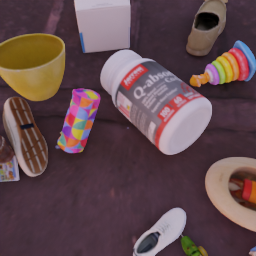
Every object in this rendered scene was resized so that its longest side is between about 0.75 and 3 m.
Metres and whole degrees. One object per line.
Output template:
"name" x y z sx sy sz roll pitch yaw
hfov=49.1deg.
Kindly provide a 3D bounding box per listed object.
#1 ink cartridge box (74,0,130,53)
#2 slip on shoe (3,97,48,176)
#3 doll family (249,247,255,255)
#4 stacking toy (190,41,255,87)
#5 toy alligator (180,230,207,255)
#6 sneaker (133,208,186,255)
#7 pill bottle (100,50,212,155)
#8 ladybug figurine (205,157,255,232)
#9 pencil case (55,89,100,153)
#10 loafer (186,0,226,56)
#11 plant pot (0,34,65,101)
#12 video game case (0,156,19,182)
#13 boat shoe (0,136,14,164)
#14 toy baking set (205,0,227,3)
"ink cartridge box" -0.899 -3.938 9.248 1.625 1.654 2.247 -9 58 -5
"slip on shoe" -2.743 0.266 7.259 0.816 0.650 2.146 -13 76 -51
"doll family" 3.129 2.916 5.814 1.466 0.661 0.910 -5 50 -23
"stacking toy" 2.720 -1.672 8.406 1.856 1.018 1.077 -24 72 -1
"toy alligator" 1.404 2.722 5.978 0.510 0.370 1.540 -27 63 -16
"sneaker" 0.723 2.312 6.065 1.502 0.532 0.548 -42 64 -18
"pill bottle" 0.598 -0.775 7.280 1.636 1.636 2.824 -34 57 -19
"ladybug figurine" 2.910 1.584 6.367 2.414 0.868 1.638 21 61 12
"pencil case" -1.268 -0.165 6.991 0.750 1.698 0.750 21 24 -10
"loafer" 2.764 -3.591 9.467 1.044 0.926 2.745 18 60 11
"plant pot" -2.325 -1.397 6.992 1.701 1.207 1.701 -1 45 1
"video game case" -3.152 1.022 6.929 0.856 0.077 0.613 -4 97 5
"boat shoe" -3.938 0.513 6.910 2.535 0.892 0.892 5 61 29
"toy baking set" 3.334 -5.038 10.829 0.877 0.133 1.142 -21 61 -16
